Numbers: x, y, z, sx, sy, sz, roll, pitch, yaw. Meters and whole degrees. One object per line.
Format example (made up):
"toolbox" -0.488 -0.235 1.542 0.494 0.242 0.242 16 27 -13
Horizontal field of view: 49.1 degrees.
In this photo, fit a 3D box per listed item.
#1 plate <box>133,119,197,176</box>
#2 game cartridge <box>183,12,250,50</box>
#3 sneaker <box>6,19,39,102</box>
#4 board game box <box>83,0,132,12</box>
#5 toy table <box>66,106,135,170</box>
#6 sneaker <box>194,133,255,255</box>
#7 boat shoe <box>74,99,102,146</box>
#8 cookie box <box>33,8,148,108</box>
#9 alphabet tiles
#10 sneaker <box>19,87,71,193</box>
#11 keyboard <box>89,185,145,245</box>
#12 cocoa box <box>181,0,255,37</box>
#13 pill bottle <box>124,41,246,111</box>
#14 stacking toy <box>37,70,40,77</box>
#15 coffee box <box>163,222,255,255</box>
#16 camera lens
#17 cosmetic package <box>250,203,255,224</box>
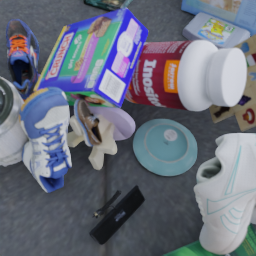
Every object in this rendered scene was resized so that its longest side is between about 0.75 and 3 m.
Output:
"plate" 0.923 0.395 6.841 1.600 0.205 1.600 2 57 -3
"game cartridge" 2.786 -2.988 8.988 1.877 0.380 1.251 31 66 18
"sneaker" -2.804 -1.868 7.455 0.858 0.893 2.276 -12 84 -9
"board game box" -0.436 -5.132 10.355 1.526 0.318 2.255 21 60 13
"toy table" -0.751 0.117 6.438 1.652 1.518 0.967 -3 39 39
"sneaker" 1.507 1.058 4.461 1.052 2.625 0.923 14 38 4
"boat shoe" -0.772 -0.118 5.760 0.374 1.034 0.374 -4 25 32
"cookie box" -0.897 -1.473 6.327 2.254 0.847 1.928 6 70 44
"alphabet tiles" 3.091 -1.283 6.126 2.971 0.094 2.472 -27 45 27
"sneaker" -1.471 0.339 5.564 0.982 2.609 1.150 -24 64 -30
"keyboard" -0.250 1.655 5.602 1.332 0.847 0.137 -42 40 -22
"cocoa box" 3.473 -4.610 9.076 2.820 1.881 1.851 29 62 17
"pill bottle" 1.086 -1.152 6.149 2.581 1.458 1.458 12 53 42
"stacking toy" -2.474 -1.488 8.111 0.829 0.195 0.625 2 58 1
"coffee box" 1.412 2.937 4.997 2.697 0.593 1.659 -17 55 -10
"camera lens" -2.933 -0.115 6.124 1.527 1.909 1.527 1 66 -2
"cosmetic package" 3.384 0.972 5.293 1.793 2.174 1.792 17 63 9
